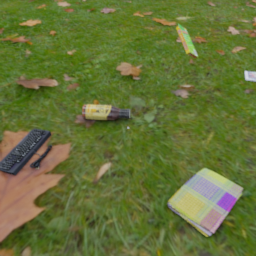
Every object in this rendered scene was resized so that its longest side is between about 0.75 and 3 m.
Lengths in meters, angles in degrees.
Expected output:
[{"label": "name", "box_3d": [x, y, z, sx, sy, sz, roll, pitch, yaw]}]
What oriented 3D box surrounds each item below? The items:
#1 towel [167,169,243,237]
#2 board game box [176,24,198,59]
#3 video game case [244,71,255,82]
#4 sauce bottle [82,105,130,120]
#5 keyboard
[{"label": "towel", "box_3d": [2.396, 2.182, 8.673, 1.563, 0.248, 2.176, 29, 47, 32]}, {"label": "board game box", "box_3d": [2.428, -3.613, 11.653, 0.707, 0.222, 1.480, 9, 61, -49]}, {"label": "video game case", "box_3d": [6.625, -2.673, 14.656, 0.958, 0.110, 0.873, 9, 41, 11]}, {"label": "sauce bottle", "box_3d": [-0.916, -0.640, 11.786, 1.990, 0.657, 0.657, 1, 40, 2]}, {"label": "keyboard", "box_3d": [-3.582, 0.848, 10.303, 1.473, 0.239, 2.318, 13, 42, 15]}]
